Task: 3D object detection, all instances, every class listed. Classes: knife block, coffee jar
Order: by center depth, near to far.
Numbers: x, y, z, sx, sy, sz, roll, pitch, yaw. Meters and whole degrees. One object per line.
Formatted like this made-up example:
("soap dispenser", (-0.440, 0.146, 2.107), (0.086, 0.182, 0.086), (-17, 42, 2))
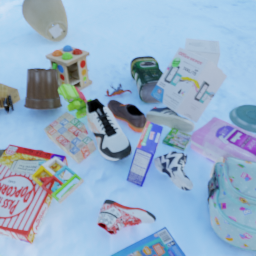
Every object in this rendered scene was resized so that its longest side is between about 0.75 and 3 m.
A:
("knife block", (-5.527, -1.195, 11.960), (1.798, 0.575, 1.578), (20, 41, 23))
("coffee jar", (0.941, -2.307, 12.909), (1.442, 1.180, 2.766), (-6, 38, -8))

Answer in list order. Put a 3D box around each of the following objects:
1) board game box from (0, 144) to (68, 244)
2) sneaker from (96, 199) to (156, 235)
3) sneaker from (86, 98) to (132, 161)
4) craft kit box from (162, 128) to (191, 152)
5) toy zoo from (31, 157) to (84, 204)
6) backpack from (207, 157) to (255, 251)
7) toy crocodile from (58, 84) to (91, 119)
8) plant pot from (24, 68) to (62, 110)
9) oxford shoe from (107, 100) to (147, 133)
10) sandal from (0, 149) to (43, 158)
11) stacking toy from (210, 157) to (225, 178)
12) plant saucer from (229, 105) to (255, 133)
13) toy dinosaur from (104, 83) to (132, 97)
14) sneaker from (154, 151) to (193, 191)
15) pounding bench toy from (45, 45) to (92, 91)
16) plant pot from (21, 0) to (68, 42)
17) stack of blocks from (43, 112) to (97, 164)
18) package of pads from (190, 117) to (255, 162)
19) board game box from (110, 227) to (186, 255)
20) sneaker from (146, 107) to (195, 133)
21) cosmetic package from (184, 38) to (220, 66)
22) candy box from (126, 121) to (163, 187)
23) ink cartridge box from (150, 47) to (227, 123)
("board game box", (-3.011, 1.723, 7.798), (1.866, 0.570, 2.464), (10, 50, 9))
("sneaker", (-0.076, 2.465, 7.322), (1.498, 0.500, 0.803), (14, 47, 13))
("sneaker", (-0.830, 0.018, 9.857), (1.075, 1.166, 2.915), (-26, 44, -17))
("craft kit box", (1.809, 0.420, 10.200), (0.864, 0.210, 0.853), (20, 39, 24))
("toy zoo", (-1.997, 1.346, 7.660), (1.347, 0.138, 0.884), (33, 55, 22))
("backpack", (3.048, 1.893, 7.149), (1.889, 1.647, 2.149), (13, 45, 7))
("toy crocodile", (-1.918, -1.040, 10.525), (0.821, 2.660, 0.898), (-29, 76, 0))
("plant pot", (-3.457, -1.616, 11.329), (1.523, 1.508, 1.523), (2, 15, -1))
("oxford shoe", (-0.040, -0.709, 11.133), (0.807, 0.823, 2.268), (-28, 46, -32))
("sandal", (-3.907, 0.893, 9.226), (2.265, 0.612, 0.910), (3, 38, 4))
("stacking toy", (3.121, 1.425, 8.634), (1.023, 0.747, 0.747), (27, 42, 7))
("plant saucer", (5.048, -0.444, 11.273), (1.858, 0.255, 1.858), (1, 38, -1))
("toy dinosaur", (-0.528, -1.636, 12.488), (1.118, 0.587, 1.014), (10, 34, 18))
("sneaker", (1.659, 1.223, 8.775), (1.015, 0.623, 1.560), (-31, 37, -22))
("pounding bench toy", (-2.976, -2.559, 12.709), (1.445, 1.815, 2.326), (24, 44, 28))
("plant pot", (-5.037, -6.876, 17.957), (2.802, 2.802, 2.992), (-17, 53, -21))
("stack of blocks", (-1.959, 0.303, 9.837), (1.092, 0.556, 1.897), (-41, 52, -22))
("package of pads", (3.449, 0.638, 9.304), (2.445, 0.925, 1.473), (30, 47, 32))
("board game box", (0.359, 3.369, 6.097), (2.177, 0.490, 1.656), (-18, 42, -22))
("sneaker", (1.702, -0.422, 10.834), (1.961, 0.735, 0.828), (19, 46, 23))
("cosmetic package", (3.906, -3.931, 15.072), (1.818, 1.117, 1.812), (8, 38, 10))
("candy box", (0.510, 0.796, 8.539), (0.588, 1.528, 1.292), (21, 40, 6))
("ink cartridge box", (2.226, -1.566, 10.358), (1.509, 2.067, 1.516), (20, 15, -45))
